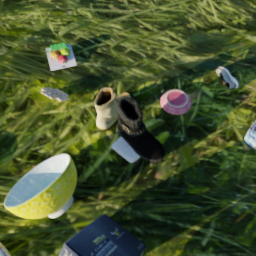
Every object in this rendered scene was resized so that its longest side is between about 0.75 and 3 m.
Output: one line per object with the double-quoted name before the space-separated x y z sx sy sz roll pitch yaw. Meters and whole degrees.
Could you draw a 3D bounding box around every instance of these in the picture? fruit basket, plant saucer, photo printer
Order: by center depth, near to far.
"photo printer" 0.052 0.735 10.242 1.039 0.361 0.864 36 63 20
"plant saucer" 1.967 -1.116 11.483 1.253 0.318 1.253 0 56 0
"fruit basket" -3.065 -3.217 12.803 1.176 0.595 1.270 -16 74 -10

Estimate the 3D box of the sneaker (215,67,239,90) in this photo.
"sneaker" 4.180 -2.137 12.071 0.502 0.468 1.266 -28 61 -12

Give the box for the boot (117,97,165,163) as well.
"boot" 0.436 0.106 9.457 2.194 1.641 0.826 37 60 16

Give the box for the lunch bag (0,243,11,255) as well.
"lunch bag" -3.930 3.980 8.068 1.305 0.493 1.045 38 66 23

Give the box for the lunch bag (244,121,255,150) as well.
"lunch bag" 5.255 0.393 10.309 1.609 0.664 1.294 37 61 20

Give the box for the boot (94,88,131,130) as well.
"boot" -0.551 -1.017 10.680 0.716 1.528 1.966 32 61 21

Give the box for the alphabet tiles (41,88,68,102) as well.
"alphabet tiles" -2.991 -1.368 11.443 1.082 0.079 1.059 30 24 16

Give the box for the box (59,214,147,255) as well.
"box" -0.607 3.366 7.660 1.662 2.107 0.538 31 105 19

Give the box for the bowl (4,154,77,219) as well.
"bowl" -2.448 2.026 8.706 2.338 1.258 2.338 -27 21 12
